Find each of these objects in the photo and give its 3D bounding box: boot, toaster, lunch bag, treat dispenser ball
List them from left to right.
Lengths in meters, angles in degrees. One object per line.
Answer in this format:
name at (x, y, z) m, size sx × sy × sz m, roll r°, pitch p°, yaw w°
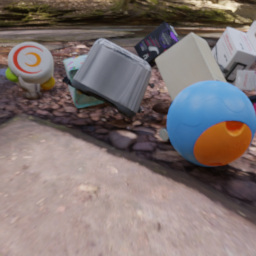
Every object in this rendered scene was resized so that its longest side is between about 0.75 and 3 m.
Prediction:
boot at (-4.000, -1.674, 11.479) m, size 0.753 × 1.030 × 0.362 m, roll -15°, pitch 9°, yaw -6°
lunch bag at (-0.932, -2.080, 11.355) m, size 2.993 × 1.825 × 2.549 m, roll -13°, pitch 26°, yaw -13°
toaster at (-0.528, -1.569, 8.854) m, size 2.672 × 1.726 × 1.518 m, roll 28°, pitch -2°, yaw -1°
boot at (1.724, -0.590, 8.740) m, size 1.647 × 0.568 × 1.767 m, roll 6°, pitch -2°, yaw -11°
treat dispenser ball at (1.933, -0.096, 6.653) m, size 2.030 × 2.030 × 2.030 m, roll 0°, pitch 25°, yaw 0°

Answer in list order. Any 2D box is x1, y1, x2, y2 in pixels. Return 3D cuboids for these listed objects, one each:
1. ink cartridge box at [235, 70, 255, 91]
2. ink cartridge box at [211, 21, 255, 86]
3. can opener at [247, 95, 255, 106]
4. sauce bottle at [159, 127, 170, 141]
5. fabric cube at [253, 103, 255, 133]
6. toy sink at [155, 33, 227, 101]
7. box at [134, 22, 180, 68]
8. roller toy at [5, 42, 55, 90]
ink cartridge box at (4.066, -1.572, 9.382) m, size 1.120 × 0.645 × 0.380 m, roll 5°, pitch 9°, yaw -5°
ink cartridge box at (4.001, -2.737, 11.004) m, size 0.939 × 2.768 × 1.605 m, roll 11°, pitch 48°, yaw -15°
can opener at (4.641, -0.862, 9.497) m, size 2.620 × 1.030 × 0.831 m, roll -13°, pitch 31°, yaw -35°
sauce bottle at (1.647, -0.059, 8.376) m, size 1.819 × 0.588 × 0.588 m, roll -20°, pitch 31°, yaw -36°
fabric cube at (4.240, -0.245, 8.436) m, size 0.780 × 0.793 × 0.795 m, roll -2°, pitch 28°, yaw -2°
toy sink at (2.351, -1.710, 9.903) m, size 1.635 × 2.508 × 1.405 m, roll -32°, pitch -19°, yaw 33°
box at (1.105, -3.030, 10.360) m, size 1.466 × 0.896 × 0.777 m, roll -32°, pitch -11°, yaw 28°
roller toy at (-4.244, -2.670, 12.411) m, size 2.023 × 1.846 × 1.414 m, roll 3°, pitch -19°, yaw -15°
